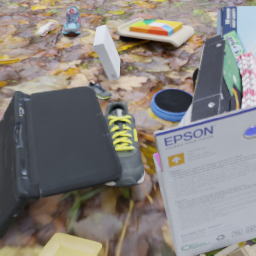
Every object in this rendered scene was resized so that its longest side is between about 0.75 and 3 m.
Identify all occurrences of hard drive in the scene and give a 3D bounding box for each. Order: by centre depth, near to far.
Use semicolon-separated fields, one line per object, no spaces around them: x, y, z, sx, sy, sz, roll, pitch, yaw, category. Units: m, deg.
1.964;-0.340;5.561;0.549;2.028;2.903;-14;36;32;hard drive

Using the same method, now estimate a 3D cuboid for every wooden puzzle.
1.203;-4.078;11.518;2.590;0.482;2.396;20;37;20;wooden puzzle

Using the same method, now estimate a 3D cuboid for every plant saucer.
-1.060;2.283;4.591;1.025;0.248;1.025;2;30;28;plant saucer

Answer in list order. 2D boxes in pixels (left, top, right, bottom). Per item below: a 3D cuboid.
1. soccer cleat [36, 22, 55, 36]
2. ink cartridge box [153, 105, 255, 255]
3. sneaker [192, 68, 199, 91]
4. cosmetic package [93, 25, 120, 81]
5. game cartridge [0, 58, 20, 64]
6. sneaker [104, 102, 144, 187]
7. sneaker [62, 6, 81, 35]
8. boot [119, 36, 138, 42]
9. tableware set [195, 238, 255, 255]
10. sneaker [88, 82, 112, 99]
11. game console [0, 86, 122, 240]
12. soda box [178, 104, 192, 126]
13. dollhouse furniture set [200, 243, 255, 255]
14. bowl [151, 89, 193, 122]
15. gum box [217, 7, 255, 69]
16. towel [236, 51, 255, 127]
-3.528;-4.280;12.062;0.409;0.365;1.053;12;46;17;soccer cleat
1.805;0.593;3.906;2.752;2.803;0.607;-15;37;-1;ink cartridge box
2.270;-1.461;8.794;0.395;0.307;0.878;16;63;-27;sneaker
-0.633;-2.335;8.784;0.352;1.362;1.027;-9;47;16;cosmetic package
-3.977;-2.116;8.987;0.794;0.129;0.700;4;18;42;game cartridge
-0.260;0.244;6.021;0.974;1.106;2.614;-3;26;-9;sneaker
-2.467;-4.663;12.042;0.767;0.923;1.933;-4;42;-4;sneaker
0.049;-3.689;11.516;0.801;0.299;0.388;7;23;11;boot
1.821;2.143;4.953;1.493;0.229;1.006;1;42;0;tableware set
-0.892;-1.148;8.549;0.877;0.355;0.324;21;46;22;sneaker
-1.639;0.539;5.609;1.537;2.322;2.640;18;34;-35;game console
1.560;-0.073;6.404;0.524;0.564;1.649;49;50;-11;soda box
1.522;2.242;2.699;1.476;2.656;2.349;-20;59;-20;dollhouse furniture set
1.330;-0.702;8.126;1.327;0.260;1.327;0;42;0;bowl
4.238;-2.390;8.575;2.882;2.448;0.642;0;0;0;gum box
2.915;-0.345;6.167;0.366;1.791;2.447;-19;40;36;towel
